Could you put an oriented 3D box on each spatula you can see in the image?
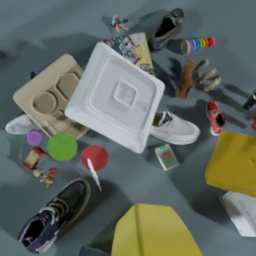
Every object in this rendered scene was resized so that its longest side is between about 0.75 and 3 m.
[{"bbox_3d":[-1.088,1.539,9.125,0.087,1.081,0.752,-26,46,-16],"label":"spatula"}]

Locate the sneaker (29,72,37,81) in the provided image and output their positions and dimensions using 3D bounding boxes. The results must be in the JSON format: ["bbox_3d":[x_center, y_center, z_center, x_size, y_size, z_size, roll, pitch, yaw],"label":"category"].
[{"bbox_3d":[-3.721,-1.858,11.107,0.371,0.412,1.057,-18,68,-7],"label":"sneaker"}]

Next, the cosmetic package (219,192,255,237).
[{"bbox_3d":[4.574,2.155,8.971,2.821,1.044,1.434,-27,74,-12],"label":"cosmetic package"}]

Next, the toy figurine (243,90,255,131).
[{"bbox_3d":[5.108,-0.675,10.119,1.453,1.027,1.476,-4,64,-12],"label":"toy figurine"}]

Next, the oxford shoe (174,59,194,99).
[{"bbox_3d":[2.273,-1.834,10.664,0.548,0.549,1.538,24,108,32],"label":"oxford shoe"}]

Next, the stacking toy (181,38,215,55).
[{"bbox_3d":[2.986,-3.491,11.796,1.439,0.614,0.614,-13,67,-13],"label":"stacking toy"}]

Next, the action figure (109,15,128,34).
[{"bbox_3d":[-0.316,-4.614,12.302,0.903,0.472,0.874,-30,78,-13],"label":"action figure"}]

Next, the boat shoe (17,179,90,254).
[{"bbox_3d":[-2.202,2.652,8.668,1.015,1.260,2.718,31,70,13],"label":"boat shoe"}]

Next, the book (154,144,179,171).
[{"bbox_3d":[1.378,1.041,9.980,0.557,0.200,0.833,-21,67,-15],"label":"book"}]

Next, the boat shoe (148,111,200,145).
[{"bbox_3d":[1.302,-0.151,10.005,2.647,0.924,0.938,16,64,5],"label":"boat shoe"}]

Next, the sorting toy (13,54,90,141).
[{"bbox_3d":[-2.232,-0.868,9.815,2.375,0.468,2.566,-39,113,-3],"label":"sorting toy"}]

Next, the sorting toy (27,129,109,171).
[{"bbox_3d":[-2.000,0.589,9.553,2.749,0.947,0.953,19,103,-9],"label":"sorting toy"}]

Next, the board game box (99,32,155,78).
[{"bbox_3d":[0.056,-2.108,10.431,1.731,0.442,2.555,-15,94,-13],"label":"board game box"}]

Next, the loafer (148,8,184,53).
[{"bbox_3d":[1.724,-4.311,11.961,0.924,0.809,2.571,29,70,12],"label":"loafer"}]

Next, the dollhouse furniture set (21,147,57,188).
[{"bbox_3d":[-2.890,1.317,9.548,1.306,0.531,0.703,37,96,12],"label":"dollhouse furniture set"}]

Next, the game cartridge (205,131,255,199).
[{"bbox_3d":[3.870,1.168,8.751,2.464,0.400,2.172,13,51,30],"label":"game cartridge"}]

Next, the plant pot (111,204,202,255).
[{"bbox_3d":[0.603,3.254,7.914,1.931,1.931,1.703,12,43,-26],"label":"plant pot"}]

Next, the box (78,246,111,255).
[{"bbox_3d":[-0.759,4.457,8.321,1.763,0.450,1.390,15,66,6],"label":"box"}]

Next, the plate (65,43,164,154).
[{"bbox_3d":[-0.190,-1.034,9.194,2.920,0.472,2.913,29,66,-21],"label":"plate"}]

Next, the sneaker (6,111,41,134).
[{"bbox_3d":[-3.368,-0.787,10.442,2.642,0.934,1.310,-29,60,-10],"label":"sneaker"}]

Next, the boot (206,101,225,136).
[{"bbox_3d":[3.219,-0.535,10.208,0.500,0.996,1.380,-6,64,3],"label":"boot"}]

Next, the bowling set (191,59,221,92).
[{"bbox_3d":[3.176,-1.868,11.002,0.765,0.992,1.425,-36,49,30],"label":"bowling set"}]
